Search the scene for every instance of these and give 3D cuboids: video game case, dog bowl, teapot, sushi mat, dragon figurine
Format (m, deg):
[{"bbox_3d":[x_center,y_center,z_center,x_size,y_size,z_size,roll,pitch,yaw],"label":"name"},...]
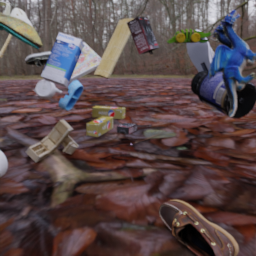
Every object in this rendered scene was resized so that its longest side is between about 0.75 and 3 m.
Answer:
[{"bbox_3d":[-2.334,-2.860,12.247,2.006,0.230,1.825,-31,56,-17],"label":"video game case"},{"bbox_3d":[-1.849,-1.037,9.177,0.264,1.066,0.594,35,7,15],"label":"dog bowl"},{"bbox_3d":[-3.340,-1.532,11.508,0.861,0.850,0.629,46,-2,15],"label":"teapot"},{"bbox_3d":[-3.843,-3.077,9.190,0.099,1.640,0.785,26,6,-30],"label":"sushi mat"},{"bbox_3d":[-0.537,-3.226,11.352,0.157,2.597,1.242,25,3,-35],"label":"sushi mat"},{"bbox_3d":[2.480,-1.580,7.074,1.321,2.657,0.782,21,-5,7],"label":"dragon figurine"}]

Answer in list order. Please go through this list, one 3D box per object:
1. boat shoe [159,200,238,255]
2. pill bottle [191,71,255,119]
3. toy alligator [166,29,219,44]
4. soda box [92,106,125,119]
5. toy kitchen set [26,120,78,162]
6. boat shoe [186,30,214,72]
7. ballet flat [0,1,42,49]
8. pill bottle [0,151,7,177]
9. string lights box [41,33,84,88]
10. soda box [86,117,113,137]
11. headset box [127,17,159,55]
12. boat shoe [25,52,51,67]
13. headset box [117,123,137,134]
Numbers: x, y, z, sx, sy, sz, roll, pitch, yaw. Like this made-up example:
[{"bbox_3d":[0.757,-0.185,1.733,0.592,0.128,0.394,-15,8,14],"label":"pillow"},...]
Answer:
[{"bbox_3d":[1.022,1.689,4.694,0.551,0.552,1.567,-6,15,-35],"label":"boat shoe"},{"bbox_3d":[2.902,-1.151,8.833,1.140,1.140,2.038,-6,26,-22],"label":"pill bottle"},{"bbox_3d":[1.914,-2.624,8.002,1.628,0.391,0.540,-2,16,-2],"label":"toy alligator"},{"bbox_3d":[-1.047,-0.823,15.018,1.729,0.554,0.586,4,13,17],"label":"soda box"},{"bbox_3d":[-2.259,0.555,8.735,0.955,1.171,1.056,44,22,4],"label":"toy kitchen set"},{"bbox_3d":[2.838,-2.579,10.481,0.832,2.260,0.739,-11,22,32],"label":"boat shoe"},{"bbox_3d":[-2.716,-2.447,6.330,2.055,0.726,0.726,26,22,16],"label":"ballet flat"},{"bbox_3d":[-3.610,1.089,6.213,1.003,1.003,1.831,3,14,13],"label":"pill bottle"},{"bbox_3d":[-1.567,-1.632,6.756,0.602,1.172,0.345,20,-7,7],"label":"string lights box"},{"bbox_3d":[-1.188,-0.081,12.034,0.554,0.524,1.636,6,14,18],"label":"soda box"},{"bbox_3d":[0.415,-2.365,7.324,0.368,0.954,0.710,-19,9,30],"label":"headset box"},{"bbox_3d":[-3.109,-2.342,9.749,1.117,0.355,0.395,-11,-25,16],"label":"boat shoe"},{"bbox_3d":[-0.067,0.028,12.027,0.612,0.317,0.822,7,16,28],"label":"headset box"}]
